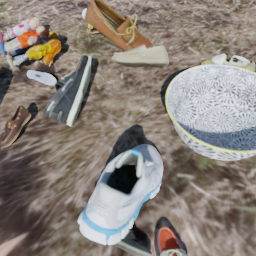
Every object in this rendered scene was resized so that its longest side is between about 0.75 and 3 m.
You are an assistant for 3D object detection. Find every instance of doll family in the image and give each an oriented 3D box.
[{"bbox_3d":[-3.239,-2.821,9.534,1.830,1.328,2.948,-25,36,-11],"label":"doll family"}]

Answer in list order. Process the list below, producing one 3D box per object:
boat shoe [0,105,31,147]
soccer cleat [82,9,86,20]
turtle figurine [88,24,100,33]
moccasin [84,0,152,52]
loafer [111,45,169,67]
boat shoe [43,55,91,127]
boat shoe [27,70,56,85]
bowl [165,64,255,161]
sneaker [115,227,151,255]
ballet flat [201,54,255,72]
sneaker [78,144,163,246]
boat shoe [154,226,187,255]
[{"bbox_3d":[-3.007,-0.067,7.326,0.405,0.404,1.150,-3,52,35],"label":"boat shoe"},{"bbox_3d":[-0.879,-3.850,10.201,1.695,0.592,0.732,24,21,-12],"label":"soccer cleat"},{"bbox_3d":[-0.947,-4.256,10.929,1.624,0.523,1.310,-25,76,-14],"label":"turtle figurine"},{"bbox_3d":[-0.211,-3.410,9.490,2.541,0.981,0.929,36,57,-14],"label":"moccasin"},{"bbox_3d":[0.388,-2.297,8.895,1.859,0.703,0.635,5,91,15],"label":"loafer"},{"bbox_3d":[-1.628,-1.271,8.113,0.900,0.956,2.661,15,52,-3],"label":"boat shoe"},{"bbox_3d":[-2.694,-1.606,8.867,0.957,0.352,0.313,22,8,1],"label":"boat shoe"},{"bbox_3d":[2.307,-0.179,6.973,2.882,1.352,2.882,0,50,0],"label":"bowl"},{"bbox_3d":[0.059,2.159,5.599,1.031,0.385,0.547,20,55,18],"label":"sneaker"},{"bbox_3d":[3.249,-2.124,9.107,1.676,0.593,0.593,14,51,16],"label":"ballet flat"},{"bbox_3d":[0.147,0.893,5.617,1.117,1.291,2.979,22,28,11],"label":"sneaker"},{"bbox_3d":[0.883,2.564,5.185,0.576,0.507,1.620,-10,49,-6],"label":"boat shoe"}]
